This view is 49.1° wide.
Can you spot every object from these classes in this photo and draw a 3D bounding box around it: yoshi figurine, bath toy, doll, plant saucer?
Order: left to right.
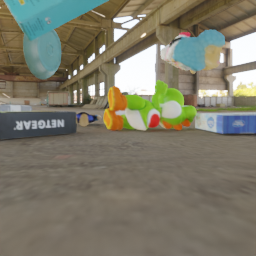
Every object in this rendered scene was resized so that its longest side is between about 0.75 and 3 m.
[{"bbox_3d":[-2.563,-2.440,8.765,0.329,1.828,1.828,5,5,17],"label":"plant saucer"},{"bbox_3d":[-1.643,-0.344,10.204,1.301,0.462,1.907,1,4,4],"label":"doll"},{"bbox_3d":[0.630,-0.606,7.934,2.545,1.425,1.430,2,-3,-18],"label":"yoshi figurine"},{"bbox_3d":[1.700,-2.149,7.754,1.298,1.103,2.985,27,13,-8],"label":"bath toy"}]

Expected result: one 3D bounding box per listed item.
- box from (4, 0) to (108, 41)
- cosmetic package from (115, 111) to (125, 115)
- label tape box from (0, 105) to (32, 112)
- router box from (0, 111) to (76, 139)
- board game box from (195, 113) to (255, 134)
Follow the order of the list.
[{"bbox_3d":[-1.035,-2.721,5.185,2.518,1.036,0.619,-32,-9,-9],"label":"box"},{"bbox_3d":[-0.337,-0.658,14.571,1.324,0.490,0.673,-1,4,-32],"label":"cosmetic package"},{"bbox_3d":[-5.273,-0.543,11.071,1.678,0.737,2.327,2,4,27],"label":"label tape box"},{"bbox_3d":[-2.424,-0.108,6.257,1.571,0.522,1.999,3,5,39],"label":"router box"},{"bbox_3d":[3.089,-0.145,7.167,2.194,0.476,2.183,0,4,-1],"label":"board game box"}]
